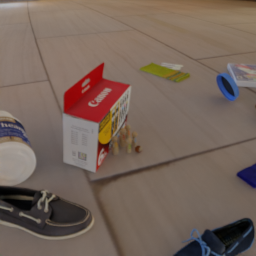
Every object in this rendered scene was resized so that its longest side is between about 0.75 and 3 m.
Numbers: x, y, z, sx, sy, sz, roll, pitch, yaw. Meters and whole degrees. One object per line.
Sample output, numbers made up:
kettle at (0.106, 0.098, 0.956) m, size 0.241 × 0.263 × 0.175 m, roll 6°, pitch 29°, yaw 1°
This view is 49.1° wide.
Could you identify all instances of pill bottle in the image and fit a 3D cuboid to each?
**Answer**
pill bottle at (-3.426, 0.426, 7.728) m, size 1.284 × 1.284 × 2.313 m, roll -16°, pitch 36°, yaw -23°

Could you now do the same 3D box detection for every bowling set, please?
bowling set at (0.070, 0.361, 8.467) m, size 0.817 × 0.630 × 1.174 m, roll 12°, pitch 34°, yaw 19°

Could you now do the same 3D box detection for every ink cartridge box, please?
ink cartridge box at (-0.831, -0.416, 8.123) m, size 1.060 × 2.220 × 2.529 m, roll 16°, pitch 35°, yaw 12°

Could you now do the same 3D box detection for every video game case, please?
video game case at (6.271, -2.497, 13.328) m, size 2.651 × 0.305 × 2.416 m, roll 4°, pitch 32°, yaw 7°

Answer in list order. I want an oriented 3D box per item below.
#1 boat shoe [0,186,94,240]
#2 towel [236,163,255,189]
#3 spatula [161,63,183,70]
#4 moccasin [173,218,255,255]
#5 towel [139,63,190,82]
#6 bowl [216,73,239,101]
boat shoe at (-1.959, 1.762, 6.104) m, size 2.434 × 0.763 × 0.884 m, roll 6°, pitch 33°, yaw 10°
towel at (3.442, 1.238, 7.420) m, size 0.914 × 0.226 × 0.675 m, roll -20°, pitch 27°, yaw -19°
spatula at (2.225, -3.240, 14.716) m, size 1.187 × 0.095 × 0.825 m, roll 14°, pitch 36°, yaw 21°
moccasin at (1.585, 2.221, 5.401) m, size 1.945 × 0.663 × 0.783 m, roll -20°, pitch 34°, yaw -23°
towel at (1.779, -2.781, 13.867) m, size 2.422 × 0.219 × 1.042 m, roll 27°, pitch 40°, yaw 36°
bowl at (3.959, -1.638, 11.134) m, size 0.236 × 1.204 × 1.204 m, roll -30°, pitch 37°, yaw -2°
